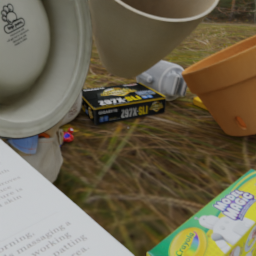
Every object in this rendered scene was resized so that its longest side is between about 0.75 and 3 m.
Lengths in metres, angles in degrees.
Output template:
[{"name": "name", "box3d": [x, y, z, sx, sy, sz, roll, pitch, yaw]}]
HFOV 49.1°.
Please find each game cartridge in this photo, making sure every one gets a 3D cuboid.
[{"name": "game cartridge", "box3d": [3.291, -0.892, 9.727, 1.637, 0.266, 1.443, -13, 28, -28]}]

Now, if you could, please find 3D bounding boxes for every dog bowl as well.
[{"name": "dog bowl", "box3d": [-1.761, -1.341, 4.049, 1.068, 2.896, 2.896, 13, 28, 26]}]

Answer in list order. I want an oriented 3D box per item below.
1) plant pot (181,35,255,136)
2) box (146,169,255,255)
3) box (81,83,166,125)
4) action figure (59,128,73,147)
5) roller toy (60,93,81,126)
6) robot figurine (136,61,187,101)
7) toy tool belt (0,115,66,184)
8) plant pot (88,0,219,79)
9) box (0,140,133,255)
[{"name": "plant pot", "box3d": [3.136, -1.123, 7.281, 2.920, 2.044, 2.920, -25, 10, 5]}, {"name": "box", "box3d": [0.949, 1.547, 3.147, 2.319, 1.361, 0.561, -22, 33, -39]}, {"name": "box", "box3d": [-0.277, -0.892, 9.347, 2.453, 0.605, 1.959, -11, 28, -22]}, {"name": "action figure", "box3d": [-1.765, 0.351, 6.969, 0.484, 0.382, 1.479, 3, 23, 19]}, {"name": "roller toy", "box3d": [-2.573, -1.111, 8.379, 2.336, 1.790, 2.561, -7, 36, -16]}, {"name": "robot figurine", "box3d": [1.207, -1.826, 10.462, 1.984, 1.321, 2.339, 4, 19, -37]}, {"name": "toy tool belt", "box3d": [-2.594, 0.153, 5.360, 2.729, 1.677, 1.704, 7, 27, -8]}, {"name": "plant pot", "box3d": [0.193, -2.202, 5.809, 2.386, 2.548, 2.386, 6, 65, -12]}, {"name": "box", "box3d": [-1.011, 1.622, 2.082, 1.472, 2.108, 2.768, -22, 33, -39]}]
